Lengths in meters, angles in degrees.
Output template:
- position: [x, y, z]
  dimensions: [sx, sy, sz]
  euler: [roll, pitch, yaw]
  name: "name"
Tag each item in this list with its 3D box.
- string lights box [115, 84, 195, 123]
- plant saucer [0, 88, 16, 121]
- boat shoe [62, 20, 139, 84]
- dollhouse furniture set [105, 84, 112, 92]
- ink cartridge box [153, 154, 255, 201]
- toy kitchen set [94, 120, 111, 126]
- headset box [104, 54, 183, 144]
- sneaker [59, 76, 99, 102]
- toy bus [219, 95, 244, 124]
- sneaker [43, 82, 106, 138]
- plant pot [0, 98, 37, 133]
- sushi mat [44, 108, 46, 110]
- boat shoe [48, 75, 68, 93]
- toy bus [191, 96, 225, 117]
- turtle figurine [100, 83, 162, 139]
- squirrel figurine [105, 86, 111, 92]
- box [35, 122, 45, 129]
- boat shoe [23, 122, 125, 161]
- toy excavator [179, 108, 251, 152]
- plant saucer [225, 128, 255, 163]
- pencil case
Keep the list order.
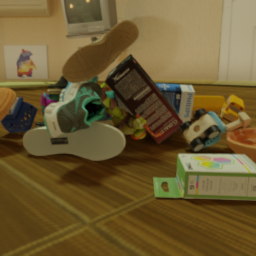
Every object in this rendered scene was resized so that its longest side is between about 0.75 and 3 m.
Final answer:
- position: [0.928, -0.872, 10.502]
  dimensions: [2.855, 1.467, 0.842]
  euler: [4, 26, 2]
  name: "string lights box"
- position: [-4.307, -0.372, 7.989]
  dimensions: [2.392, 0.448, 2.392]
  euler: [-21, 38, 18]
  name: "plant saucer"
- position: [-0.707, -1.908, 7.282]
  dimensions: [2.264, 0.814, 0.734]
  euler: [-41, 6, -7]
  name: "boat shoe"
- position: [-0.145, -1.374, 12.365]
  dimensions: [1.968, 1.020, 0.871]
  euler: [45, 29, 6]
  name: "dollhouse furniture set"
- position: [1.411, 0.881, 5.232]
  dimensions: [1.851, 0.549, 0.961]
  euler: [1, 12, 2]
  name: "ink cartridge box"
- position: [-1.085, -0.454, 11.148]
  dimensions: [0.778, 0.634, 0.702]
  euler: [-1, 12, -9]
  name: "toy kitchen set"
- position: [0.578, -0.902, 8.891]
  dimensions: [1.058, 2.739, 2.038]
  euler: [-39, 13, 13]
  name: "headset box"
- position: [-1.332, -1.188, 8.221]
  dimensions: [0.961, 2.219, 0.832]
  euler: [-26, -46, 30]
  name: "sneaker"
- position: [3.912, -0.670, 10.482]
  dimensions: [0.613, 0.737, 1.883]
  euler: [34, 24, 9]
  name: "toy bus"
- position: [-0.934, -0.475, 6.509]
  dimensions: [1.042, 0.886, 2.285]
  euler: [-4, 28, 20]
  name: "sneaker"
- position: [-3.811, -0.469, 9.507]
  dimensions: [0.960, 0.960, 0.863]
  euler: [-5, -35, 22]
  name: "plant pot"
- position: [-1.376, -0.044, 7.919]
  dimensions: [2.053, 0.124, 0.982]
  euler: [21, -19, -9]
  name: "sushi mat"
- position: [-2.114, -1.539, 9.396]
  dimensions: [0.741, 0.698, 2.063]
  euler: [-1, 16, 15]
  name: "boat shoe"
- position: [3.050, -0.939, 12.248]
  dimensions: [2.281, 0.742, 0.893]
  euler: [-1, -17, -20]
  name: "toy bus"
- position: [-0.223, -0.335, 8.662]
  dimensions: [2.227, 0.889, 2.762]
  euler: [41, 1, -12]
  name: "turtle figurine"
- position: [-0.698, -1.658, 13.746]
  dimensions: [1.210, 1.129, 0.856]
  euler: [21, 22, -21]
  name: "squirrel figurine"
- position: [-2.034, 0.068, 9.243]
  dimensions: [1.443, 0.417, 1.815]
  euler: [-9, 15, -36]
  name: "box"
- position: [-1.333, 0.227, 7.266]
  dimensions: [2.707, 0.957, 0.862]
  euler: [2, 15, 14]
  name: "boat shoe"
- position: [2.453, 0.009, 7.778]
  dimensions: [1.624, 1.579, 0.811]
  euler: [18, 36, -48]
  name: "toy excavator"
- position: [3.846, 0.461, 7.087]
  dimensions: [2.649, 0.496, 2.649]
  euler: [-2, 11, 0]
  name: "plant saucer"
- position: [-1.540, -0.690, 9.154]
  dimensions: [2.474, 1.053, 1.143]
  euler: [-5, -13, -14]
  name: "pencil case"
